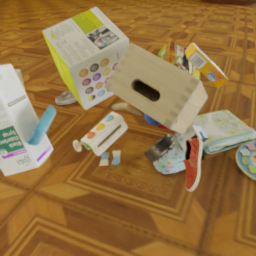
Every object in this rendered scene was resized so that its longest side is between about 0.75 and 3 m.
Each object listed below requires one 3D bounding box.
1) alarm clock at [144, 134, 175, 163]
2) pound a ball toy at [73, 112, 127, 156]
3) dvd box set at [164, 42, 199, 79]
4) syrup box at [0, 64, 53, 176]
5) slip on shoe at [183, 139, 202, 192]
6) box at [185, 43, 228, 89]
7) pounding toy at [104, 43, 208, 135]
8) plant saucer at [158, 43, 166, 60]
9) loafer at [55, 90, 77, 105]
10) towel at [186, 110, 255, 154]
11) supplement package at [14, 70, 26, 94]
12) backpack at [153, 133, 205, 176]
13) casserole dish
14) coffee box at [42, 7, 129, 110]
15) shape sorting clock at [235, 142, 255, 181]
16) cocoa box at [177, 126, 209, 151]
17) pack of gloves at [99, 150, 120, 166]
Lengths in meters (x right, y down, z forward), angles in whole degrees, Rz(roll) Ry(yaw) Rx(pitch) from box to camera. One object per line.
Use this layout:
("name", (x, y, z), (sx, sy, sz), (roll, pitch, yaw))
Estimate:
("alarm clock", (0.775, 0.554, 7.024), (0.798, 1.182, 0.394), (-37, 85, -21))
("pound a ball toy", (-1.011, 0.162, 9.175), (1.665, 0.707, 1.085), (-43, 38, -19))
("dvd box set", (2.107, -2.063, 10.992), (1.636, 2.235, 0.329), (13, -13, -28))
("syrup box", (-3.417, -0.199, 7.981), (1.142, 2.900, 1.181), (-16, 17, 15))
("slip on shoe", (1.712, 0.994, 7.681), (0.449, 1.466, 0.543), (9, -8, -11))
("box", (2.535, -2.154, 9.361), (1.361, 0.474, 2.286), (41, 20, -8))
("pounding toy", (0.627, -0.985, 8.997), (2.985, 2.122, 2.748), (34, 7, 20))
("plant saucer", (1.664, -3.374, 12.972), (0.184, 0.769, 0.768), (25, 69, 24))
("loafer", (-2.783, -1.854, 14.781), (2.262, 0.711, 0.813), (-18, 39, -24))
("towel", (3.893, 0.110, 12.121), (2.539, 0.611, 2.173), (-11, 34, -16))
("supplement package", (-5.526, -1.093, 12.135), (1.943, 2.495, 1.383), (-3, 35, -4))
("backpack", (1.753, 0.928, 10.440), (1.835, 1.161, 1.531), (-20, 42, -23))
("casserole dish", (-2.342, -0.056, 7.749), (0.282, 0.880, 1.453), (28, 28, -14))
("coffee box", (-1.602, -2.881, 11.752), (2.578, 2.603, 2.607), (-30, 60, -12))
("shape sorting clock", (5.252, 1.279, 10.550), (2.283, 0.448, 2.283), (0, 35, 0))
("cocoa box", (2.214, 0.369, 9.580), (0.536, 0.818, 0.545), (2, 52, -39))
("pack of gloves", (-0.688, 1.237, 10.925), (0.777, 0.182, 0.924), (-6, 29, 4))
